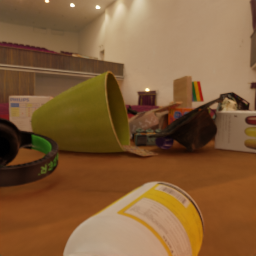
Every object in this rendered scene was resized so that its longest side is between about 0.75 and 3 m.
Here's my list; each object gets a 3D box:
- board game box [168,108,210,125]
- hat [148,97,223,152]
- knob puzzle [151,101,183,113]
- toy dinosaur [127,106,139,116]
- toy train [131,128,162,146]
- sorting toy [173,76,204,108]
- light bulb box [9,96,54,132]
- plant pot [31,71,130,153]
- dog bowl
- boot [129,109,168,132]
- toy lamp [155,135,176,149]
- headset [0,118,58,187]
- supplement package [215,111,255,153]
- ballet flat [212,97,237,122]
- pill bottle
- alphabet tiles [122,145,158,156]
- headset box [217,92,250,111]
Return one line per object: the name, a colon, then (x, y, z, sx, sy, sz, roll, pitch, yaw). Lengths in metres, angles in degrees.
board game box: (2.322, -0.160, 10.620, 1.195, 1.195, 1.196, 3, 5, 35)
hat: (1.768, 0.085, 7.773, 2.424, 0.978, 2.424, -29, 1, 0)
knob puzzle: (1.518, -0.818, 10.642, 1.268, 0.176, 1.268, -17, -6, -2)
toy dinosaur: (0.572, -0.217, 14.294, 1.663, 1.251, 2.450, 18, -15, -6)
toy train: (0.719, 0.337, 9.073, 1.239, 0.528, 0.706, 2, 17, -7)
sorting toy: (2.981, -1.159, 13.879, 0.919, 2.623, 2.639, -2, 6, -4)
light bulb box: (-3.651, -0.399, 10.928, 1.622, 1.636, 1.021, 1, 4, 0)
plant pot: (-1.331, -0.205, 7.645, 2.297, 2.149, 2.149, -12, 2, 11)
dog bowl: (0.420, -0.051, 10.342, 1.579, 0.463, 1.579, -27, -5, -3)
boot: (0.959, -0.157, 11.857, 2.058, 0.989, 2.815, -3, 13, 25)
toy lamp: (1.348, 0.341, 8.641, 0.531, 0.531, 1.825, 2, 4, 29)
headset: (-2.346, 0.517, 4.474, 2.439, 1.146, 1.506, 10, 18, 5)
supplement package: (3.577, 0.084, 7.834, 1.958, 1.114, 1.073, 3, 7, 41)
ballet flat: (3.825, -0.514, 10.919, 1.016, 1.016, 2.737, 1, 28, 17)
pill bottle: (0.032, 0.782, 1.718, 0.666, 0.666, 1.189, 2, 5, 26)
alphabet tiles: (0.217, 0.578, 7.200, 0.874, 0.033, 0.731, 16, 8, 36)
headset box: (4.766, -0.625, 12.838, 1.365, 1.568, 0.727, 24, -15, -29)
